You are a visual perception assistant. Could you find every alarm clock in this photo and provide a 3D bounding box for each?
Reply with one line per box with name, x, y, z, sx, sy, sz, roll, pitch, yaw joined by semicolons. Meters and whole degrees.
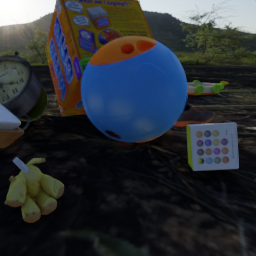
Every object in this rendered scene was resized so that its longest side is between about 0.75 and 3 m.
alarm clock;-3.299;-0.866;7.729;1.892;0.934;2.806;-30;56;-7

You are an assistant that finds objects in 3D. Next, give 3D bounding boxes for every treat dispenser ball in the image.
treat dispenser ball;0.138;-0.925;6.952;2.595;2.595;2.595;0;15;0

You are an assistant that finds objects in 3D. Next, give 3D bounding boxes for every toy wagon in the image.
toy wagon;4.171;-2.253;15.591;2.973;0.588;2.307;-4;16;-16

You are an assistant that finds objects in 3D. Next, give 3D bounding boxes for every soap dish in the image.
soap dish;-3.606;-0.298;6.209;2.047;0.831;1.611;33;11;20

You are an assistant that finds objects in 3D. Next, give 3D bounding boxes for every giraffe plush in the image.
giraffe plush;-1.502;0.908;4.143;0.781;0.905;0.734;-27;-2;-41

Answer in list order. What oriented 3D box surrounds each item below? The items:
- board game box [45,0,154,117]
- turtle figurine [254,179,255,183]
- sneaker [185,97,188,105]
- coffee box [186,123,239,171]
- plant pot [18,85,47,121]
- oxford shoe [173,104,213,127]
board game box;-0.986;-2.402;9.753;2.857;2.854;2.855;-9;-19;-28
turtle figurine;2.419;0.587;4.706;0.396;0.590;0.787;25;58;21
sneaker;1.879;-1.231;10.655;0.680;1.790;0.812;-23;-32;14
coffee box;1.568;0.332;5.352;0.818;0.826;0.827;-4;1;7
plant pot;-3.856;-0.917;9.596;1.578;1.476;1.476;-3;9;42
oxford shoe;2.102;-0.448;8.983;1.689;0.613;0.601;-9;18;-30
